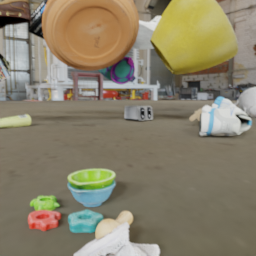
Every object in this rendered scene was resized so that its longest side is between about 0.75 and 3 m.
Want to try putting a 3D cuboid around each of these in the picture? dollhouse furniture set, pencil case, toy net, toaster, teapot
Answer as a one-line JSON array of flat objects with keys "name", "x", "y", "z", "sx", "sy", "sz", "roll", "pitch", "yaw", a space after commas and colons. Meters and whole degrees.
[{"name": "dollhouse furniture set", "x": 2.482, "y": -0.282, "z": 9.252, "sx": 0.552, "sy": 0.647, "sz": 1.247, "roll": -41, "pitch": -13, "yaw": 26}, {"name": "pencil case", "x": -0.551, "y": -2.252, "z": 9.888, "sx": 1.027, "sy": 0.946, "sz": 2.222, "roll": -41, "pitch": 36, "yaw": -3}, {"name": "toy net", "x": -0.313, "y": 0.653, "z": 2.078, "sx": 0.799, "sy": 0.294, "sz": 1.523, "roll": -3, "pitch": 8, "yaw": -21}, {"name": "toaster", "x": 0.377, "y": -0.574, "z": 11.003, "sx": 0.973, "sy": 0.577, "sz": 0.879, "roll": 6, "pitch": 8, "yaw": 44}, {"name": "teapot", "x": 5.664, "y": -1.000, "z": 12.447, "sx": 1.480, "sy": 1.095, "sz": 1.500, "roll": 28, "pitch": -46, "yaw": -26}]

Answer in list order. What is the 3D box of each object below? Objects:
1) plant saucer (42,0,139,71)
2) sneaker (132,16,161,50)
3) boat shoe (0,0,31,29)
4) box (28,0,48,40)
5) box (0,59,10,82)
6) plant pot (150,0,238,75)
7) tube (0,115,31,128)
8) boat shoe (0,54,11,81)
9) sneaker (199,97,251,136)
[{"name": "plant saucer", "x": -0.928, "y": -2.541, "z": 7.327, "sx": 2.533, "sy": 2.533, "sz": 0.409, "roll": -2, "pitch": 48, "yaw": -17}, {"name": "sneaker", "x": 0.827, "y": -4.126, "z": 11.947, "sx": 2.931, "sy": 1.080, "sz": 1.694, "roll": 8, "pitch": 39, "yaw": -11}, {"name": "boat shoe", "x": -4.114, "y": -3.494, "z": 8.794, "sx": 2.109, "sy": 0.741, "sz": 0.742, "roll": -11, "pitch": -2, "yaw": 4}, {"name": "box", "x": -1.712, "y": -3.810, "z": 9.591, "sx": 2.830, "sy": 0.651, "sz": 2.249, "roll": -29, "pitch": -32, "yaw": 35}, {"name": "box", "x": -3.291, "y": -1.691, "z": 6.554, "sx": 0.219, "sy": 1.264, "sz": 0.696, "roll": -23, "pitch": 22, "yaw": 4}, {"name": "plant pot", "x": 1.686, "y": -2.584, "z": 8.171, "sx": 1.735, "sy": 2.445, "sz": 2.445, "roll": -35, "pitch": 3, "yaw": 7}, {"name": "tube", "x": -3.750, "y": -0.150, "z": 8.646, "sx": 1.453, "sy": 0.422, "sz": 0.377, "roll": -11, "pitch": 57, "yaw": -48}, {"name": "boat shoe", "x": -4.153, "y": -1.956, "z": 8.614, "sx": 0.951, "sy": 1.056, "sz": 2.988, "roll": 12, "pitch": -8, "yaw": -30}, {"name": "sneaker", "x": 2.650, "y": -0.207, "z": 7.338, "sx": 1.093, "sy": 0.945, "sz": 2.522, "roll": 10, "pitch": 19, "yaw": 25}]
